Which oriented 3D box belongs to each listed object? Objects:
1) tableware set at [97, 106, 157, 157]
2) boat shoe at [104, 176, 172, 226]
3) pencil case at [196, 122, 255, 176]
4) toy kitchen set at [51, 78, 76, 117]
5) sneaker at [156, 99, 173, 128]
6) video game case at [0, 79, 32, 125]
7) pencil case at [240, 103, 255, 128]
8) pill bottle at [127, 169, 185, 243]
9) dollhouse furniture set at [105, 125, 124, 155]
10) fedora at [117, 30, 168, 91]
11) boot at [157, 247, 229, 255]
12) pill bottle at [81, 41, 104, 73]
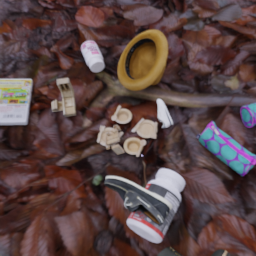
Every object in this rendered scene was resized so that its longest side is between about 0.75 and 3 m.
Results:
[{"bbox_3d":[-0.017,0.151,10.621,2.141,0.248,1.788,22,61,15],"label":"tableware set"},{"bbox_3d":[0.164,2.002,7.917,2.093,0.752,0.708,25,63,17],"label":"boat shoe"},{"bbox_3d":[3.477,0.715,9.883,0.885,0.961,2.080,-40,67,-20],"label":"pencil case"},{"bbox_3d":[-2.633,-1.129,10.904,0.942,1.041,1.154,-9,69,-2],"label":"toy kitchen set"},{"bbox_3d":[1.300,-0.554,10.713,0.458,0.434,1.137,-24,83,5],"label":"sneaker"},{"bbox_3d":[-5.194,-1.067,11.259,2.412,0.276,2.195,-1,59,-7],"label":"video game case"},{"bbox_3d":[5.417,-0.623,10.740,2.066,0.879,0.955,-13,32,-7],"label":"pencil case"},{"bbox_3d":[0.926,2.374,8.730,1.182,1.182,2.041,26,62,15],"label":"pill bottle"},{"bbox_3d":[-0.499,0.463,10.394,0.532,0.454,1.026,-19,50,18],"label":"dollhouse furniture set"},{"bbox_3d":[0.782,-2.643,11.561,2.732,1.114,2.732,-19,60,37],"label":"fedora"},{"bbox_3d":[1.768,3.813,8.145,2.021,0.783,1.398,-30,58,-18],"label":"boot"},{"bbox_3d":[-1.549,-3.128,12.342,0.757,0.757,1.336,-18,60,-11],"label":"pill bottle"}]
